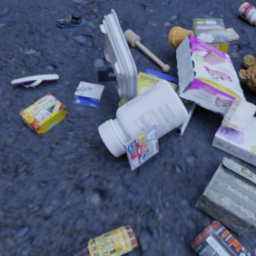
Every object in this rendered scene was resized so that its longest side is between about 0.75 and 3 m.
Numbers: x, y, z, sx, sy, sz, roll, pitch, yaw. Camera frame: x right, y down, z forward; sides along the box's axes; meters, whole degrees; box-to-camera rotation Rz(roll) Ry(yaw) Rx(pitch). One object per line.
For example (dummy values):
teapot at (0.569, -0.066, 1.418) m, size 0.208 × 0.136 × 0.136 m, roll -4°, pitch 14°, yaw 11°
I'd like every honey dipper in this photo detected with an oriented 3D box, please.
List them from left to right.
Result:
honey dipper at (0.765, -3.044, 11.181) m, size 0.491 × 0.491 × 2.584 m, roll -33°, pitch 63°, yaw -22°

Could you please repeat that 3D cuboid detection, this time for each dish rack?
dish rack at (-0.293, -1.981, 8.242) m, size 0.511 × 2.013 × 2.345 m, roll -17°, pitch 68°, yaw -6°

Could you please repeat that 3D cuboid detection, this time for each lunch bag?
lunch bag at (2.882, 1.680, 7.444) m, size 1.437 × 1.030 × 1.752 m, roll 32°, pitch 55°, yaw 18°

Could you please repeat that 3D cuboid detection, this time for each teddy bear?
teddy bear at (5.113, -2.111, 10.345) m, size 1.955 × 0.900 × 2.696 m, roll 26°, pitch 52°, yaw 5°

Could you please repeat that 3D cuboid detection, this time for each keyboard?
keyboard at (-0.619, -2.051, 10.650) m, size 1.085 × 0.139 × 0.651 m, roll -5°, pitch 61°, yaw -5°

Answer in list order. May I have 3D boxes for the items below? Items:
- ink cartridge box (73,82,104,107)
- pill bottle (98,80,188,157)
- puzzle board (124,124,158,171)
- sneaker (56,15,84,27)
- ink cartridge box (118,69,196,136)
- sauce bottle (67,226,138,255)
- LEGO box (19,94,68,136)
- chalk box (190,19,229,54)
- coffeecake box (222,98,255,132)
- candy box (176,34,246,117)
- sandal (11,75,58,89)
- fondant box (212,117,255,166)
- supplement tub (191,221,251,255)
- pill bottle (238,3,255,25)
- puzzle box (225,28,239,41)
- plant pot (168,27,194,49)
ink cartridge box at (-1.413, -1.204, 10.003) m, size 0.920 × 0.187 × 0.922 m, roll 11°, pitch 55°, yaw 7°
pill bottle at (0.396, -0.197, 7.975) m, size 2.331 × 1.333 × 1.333 m, roll -32°, pitch 58°, yaw 6°
puzzle board at (0.400, 0.555, 7.399) m, size 0.968 × 1.285 × 0.112 m, roll -33°, pitch 55°, yaw -15°
sneaker at (-2.571, -4.750, 12.347) m, size 1.193 × 0.494 × 0.423 m, roll -5°, pitch 53°, yaw -3°
ink cartridge box at (1.201, -1.114, 9.695) m, size 2.292 × 0.545 × 2.319 m, roll 21°, pitch 62°, yaw 16°
sauce bottle at (-0.710, 2.976, 6.770) m, size 1.872 × 0.618 × 0.618 m, roll -20°, pitch 57°, yaw -14°
LEGO box at (-2.774, -0.442, 9.282) m, size 0.902 × 0.467 × 1.211 m, roll 36°, pitch 62°, yaw 23°
chalk box at (3.069, -3.450, 11.002) m, size 1.206 × 1.200 × 1.939 m, roll 1°, pitch 54°, yaw 2°
coffeecake box at (3.232, -0.373, 8.131) m, size 0.635 × 0.827 × 0.302 m, roll 17°, pitch 19°, yaw -25°
candy box at (2.606, -1.772, 9.194) m, size 1.872 × 0.838 × 2.746 m, roll 22°, pitch 43°, yaw -15°
sandal at (-3.363, -1.643, 10.159) m, size 1.657 × 0.674 × 0.407 m, roll -10°, pitch 96°, yaw -8°
fondant box at (3.757, 0.339, 8.616) m, size 1.867 × 0.544 × 1.347 m, roll 26°, pitch 58°, yaw 23°
supplement tub at (2.363, 3.101, 6.475) m, size 0.933 × 0.933 × 1.745 m, roll -33°, pitch 61°, yaw -21°
pill bottle at (5.488, -5.031, 12.483) m, size 0.608 × 0.608 × 1.077 m, roll -27°, pitch 60°, yaw -18°
puzzle box at (4.148, -3.963, 12.012) m, size 0.989 × 0.126 × 0.658 m, roll -14°, pitch 55°, yaw -10°
plant pot at (2.005, -3.329, 10.360) m, size 0.700 × 0.765 × 0.765 m, roll 18°, pitch 52°, yaw 43°
